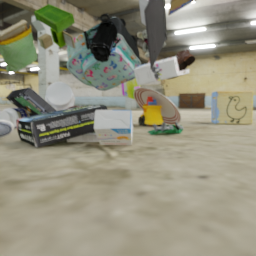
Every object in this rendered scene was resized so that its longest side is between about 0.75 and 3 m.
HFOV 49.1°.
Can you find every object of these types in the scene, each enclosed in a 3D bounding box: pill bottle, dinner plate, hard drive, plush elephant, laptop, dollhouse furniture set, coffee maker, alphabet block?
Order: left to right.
[{"bbox_3d":[-4.606,-0.384,11.154,0.803,0.803,1.341,1,5,9],"label":"pill bottle"},{"bbox_3d":[-3.875,-0.826,11.649,1.925,0.521,2.755,44,-20,-28],"label":"hard drive"},{"bbox_3d":[-3.254,-3.049,10.256,1.308,1.707,2.606,34,60,24],"label":"dollhouse furniture set"},{"bbox_3d":[-3.031,-1.070,12.532,1.272,1.272,2.234,-1,-19,-13],"label":"pill bottle"},{"bbox_3d":[-0.810,-2.830,8.925,0.738,1.095,1.052,-7,-40,28],"label":"coffee maker"},{"bbox_3d":[0.371,-2.644,6.688,1.003,1.620,1.730,-32,56,-13],"label":"laptop"},{"bbox_3d":[0.844,-3.466,10.930,0.901,0.847,1.093,-28,34,17],"label":"plush elephant"},{"bbox_3d":[1.330,-1.016,12.604,2.477,0.300,2.477,30,-19,11],"label":"dinner plate"},{"bbox_3d":[5.146,-1.013,14.034,1.696,1.657,1.666,0,6,9],"label":"alphabet block"}]

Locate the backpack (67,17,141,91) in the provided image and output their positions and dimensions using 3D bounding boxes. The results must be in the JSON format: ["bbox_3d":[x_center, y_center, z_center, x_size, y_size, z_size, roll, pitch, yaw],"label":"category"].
[{"bbox_3d":[-1.122,-2.932,12.006,2.903,2.186,2.578,-16,-28,21],"label":"backpack"}]

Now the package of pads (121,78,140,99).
[{"bbox_3d":[0.136,-2.373,15.172,0.522,1.532,1.183,-19,27,-34],"label":"package of pads"}]

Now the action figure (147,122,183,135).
[{"bbox_3d":[1.361,0.011,8.995,0.885,0.410,1.498,-1,0,36],"label":"action figure"}]

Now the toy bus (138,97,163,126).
[{"bbox_3d":[0.983,-0.732,12.531,0.928,1.313,1.368,-2,3,-12],"label":"toy bus"}]

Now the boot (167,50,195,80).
[{"bbox_3d":[2.233,-2.974,12.911,1.621,0.559,1.739,-30,25,12],"label":"boot"}]

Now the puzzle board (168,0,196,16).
[{"bbox_3d":[2.102,-4.137,8.463,1.950,0.170,1.470,-27,4,7],"label":"puzzle board"}]

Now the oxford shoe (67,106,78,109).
[{"bbox_3d":[-1.540,-0.352,11.352,2.462,0.867,0.921,14,4,34],"label":"oxford shoe"}]

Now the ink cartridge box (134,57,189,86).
[{"bbox_3d":[1.108,-1.895,9.092,1.651,0.560,0.951,-11,17,17],"label":"ink cartridge box"}]

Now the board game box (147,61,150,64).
[{"bbox_3d":[1.154,-3.519,15.364,0.144,0.764,1.485,18,6,1],"label":"board game box"}]

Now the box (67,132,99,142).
[{"bbox_3d":[-0.909,0.227,7.184,1.101,0.200,0.795,1,5,10],"label":"box"}]

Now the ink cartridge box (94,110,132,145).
[{"bbox_3d":[-0.280,0.065,6.095,0.739,0.435,1.283,0,-21,3],"label":"ink cartridge box"}]

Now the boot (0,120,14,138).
[{"bbox_3d":[-3.688,0.130,7.165,1.409,0.512,0.636,-9,14,-19],"label":"boot"}]

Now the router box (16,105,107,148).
[{"bbox_3d":[-1.598,-0.105,6.809,1.878,0.583,1.407,-17,14,-32],"label":"router box"}]
